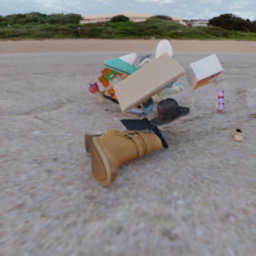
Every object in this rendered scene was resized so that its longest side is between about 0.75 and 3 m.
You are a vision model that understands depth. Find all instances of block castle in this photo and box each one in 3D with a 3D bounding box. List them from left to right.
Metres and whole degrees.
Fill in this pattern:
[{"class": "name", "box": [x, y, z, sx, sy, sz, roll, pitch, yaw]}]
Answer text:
[{"class": "block castle", "box": [-0.800, -2.546, 14.049, 2.650, 1.243, 1.771, -36, 14, 4]}]

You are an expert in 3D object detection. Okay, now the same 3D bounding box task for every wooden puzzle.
[{"class": "wooden puzzle", "box": [0.664, -1.579, 9.712, 2.353, 0.474, 2.544, -32, 27, 8]}]

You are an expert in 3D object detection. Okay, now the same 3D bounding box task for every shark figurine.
[{"class": "shark figurine", "box": [1.203, -2.408, 13.598, 2.918, 1.744, 1.218, 37, 23, -21]}]

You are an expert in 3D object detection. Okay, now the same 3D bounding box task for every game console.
[{"class": "game console", "box": [0.486, 0.172, 8.859, 0.820, 1.240, 1.410, -32, 18, -2]}]

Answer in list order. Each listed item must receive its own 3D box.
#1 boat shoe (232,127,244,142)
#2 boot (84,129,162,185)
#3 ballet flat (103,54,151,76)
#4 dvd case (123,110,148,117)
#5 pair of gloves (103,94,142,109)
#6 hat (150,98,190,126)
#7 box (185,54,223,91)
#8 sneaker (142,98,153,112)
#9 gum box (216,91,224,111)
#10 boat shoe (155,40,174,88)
[{"class": "boat shoe", "box": [3.855, 0.146, 9.740, 0.380, 0.344, 1.068, 5, 20, 14]}, {"class": "boot", "box": [-0.027, 0.600, 7.596, 2.039, 0.971, 2.635, -1, 21, -15]}, {"class": "ballet flat", "box": [0.404, -2.666, 12.333, 2.947, 1.037, 0.992, 19, 17, -13]}, {"class": "dvd case", "box": [0.327, -0.655, 12.446, 0.889, 0.071, 0.661, 17, 26, 40]}, {"class": "pair of gloves", "box": [-0.267, -1.171, 12.290, 1.487, 0.206, 1.670, 23, -5, -26]}, {"class": "hat", "box": [1.173, -0.574, 8.422, 1.408, 0.568, 1.408, -22, 14, 6]}, {"class": "box", "box": [2.580, -1.885, 9.680, 0.919, 0.642, 1.206, -23, -9, 0]}, {"class": "sneaker", "box": [0.858, -1.107, 12.241, 0.502, 0.562, 1.371, -6, 44, 6]}, {"class": "gum box", "box": [4.179, -1.200, 12.727, 0.284, 0.860, 0.488, 0, -9, 10]}, {"class": "boat shoe", "box": [1.538, -2.565, 11.383, 0.687, 1.923, 0.575, -6, -5, 20]}]
